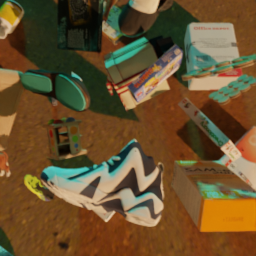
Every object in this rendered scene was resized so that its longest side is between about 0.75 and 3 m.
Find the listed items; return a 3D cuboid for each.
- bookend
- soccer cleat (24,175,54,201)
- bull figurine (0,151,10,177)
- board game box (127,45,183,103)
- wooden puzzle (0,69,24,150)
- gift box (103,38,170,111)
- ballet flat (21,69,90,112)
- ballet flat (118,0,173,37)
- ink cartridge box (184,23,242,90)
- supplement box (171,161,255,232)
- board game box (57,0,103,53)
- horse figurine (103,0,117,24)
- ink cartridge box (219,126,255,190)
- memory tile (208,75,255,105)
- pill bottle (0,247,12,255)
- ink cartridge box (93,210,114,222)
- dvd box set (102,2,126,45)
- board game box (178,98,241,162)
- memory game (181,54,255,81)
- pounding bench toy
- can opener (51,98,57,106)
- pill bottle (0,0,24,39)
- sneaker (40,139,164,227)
[{"bbox_3d":[1.387,-3.149,11.144,0.723,1.560,1.570,-20,68,-7],"label":"bookend"},{"bbox_3d":[-2.652,1.776,8.114,0.525,1.255,0.406,-7,50,26],"label":"soccer cleat"},{"bbox_3d":[-2.941,0.844,5.710,1.023,0.333,0.621,-21,109,-10],"label":"bull figurine"},{"bbox_3d":[0.696,-1.321,7.119,1.540,1.042,0.265,-41,79,0],"label":"board game box"},{"bbox_3d":[-4.099,-0.454,7.920,0.477,2.370,2.562,23,103,17],"label":"wooden puzzle"},{"bbox_3d":[0.188,-1.538,8.671,1.698,1.678,1.818,-24,113,5],"label":"gift box"},{"bbox_3d":[-1.889,-1.225,7.991,2.725,0.927,0.932,23,31,29],"label":"ballet flat"},{"bbox_3d":[0.565,-3.606,7.950,0.969,0.975,2.851,28,49,8],"label":"ballet flat"},{"bbox_3d":[3.334,-2.876,11.283,1.844,1.070,2.555,0,68,0],"label":"ink cartridge box"},{"bbox_3d":[2.227,1.682,7.466,1.517,2.408,0.885,1,104,-8],"label":"supplement box"},{"bbox_3d":[-1.687,-3.975,9.741,1.707,0.355,2.524,11,106,21],"label":"board game box"},{"bbox_3d":[-0.293,-5.173,10.323,0.597,2.392,1.585,30,56,-25],"label":"horse figurine"},{"bbox_3d":[4.662,1.577,9.713,2.168,0.670,2.673,-41,71,-15],"label":"ink cartridge box"},{"bbox_3d":[3.556,-1.300,9.433,1.536,1.177,0.129,-31,109,2],"label":"memory tile"},{"bbox_3d":[-3.984,4.144,8.591,1.359,0.773,0.773,29,71,12],"label":"pill bottle"},{"bbox_3d":[-0.921,2.313,9.434,1.394,0.590,1.007,38,73,16],"label":"ink cartridge box"},{"bbox_3d":[-0.750,-4.724,12.466,1.984,0.292,1.451,42,74,16],"label":"dvd box set"},{"bbox_3d":[2.290,0.029,7.935,0.333,1.213,1.922,-44,50,11],"label":"board game box"},{"bbox_3d":[2.613,-1.693,7.697,2.376,2.376,0.151,-18,101,-7],"label":"memory game"},{"bbox_3d":[-2.015,0.261,8.258,0.873,1.405,1.096,-12,98,-37],"label":"pounding bench toy"},{"bbox_3d":[-2.908,-1.490,11.128,0.414,0.328,1.245,-5,68,-3],"label":"can opener"},{"bbox_3d":[-5.264,-4.674,12.128,0.879,0.879,1.570,19,69,7],"label":"pill bottle"},{"bbox_3d":[-0.434,0.981,6.535,2.790,1.114,1.815,14,60,8],"label":"sneaker"}]
